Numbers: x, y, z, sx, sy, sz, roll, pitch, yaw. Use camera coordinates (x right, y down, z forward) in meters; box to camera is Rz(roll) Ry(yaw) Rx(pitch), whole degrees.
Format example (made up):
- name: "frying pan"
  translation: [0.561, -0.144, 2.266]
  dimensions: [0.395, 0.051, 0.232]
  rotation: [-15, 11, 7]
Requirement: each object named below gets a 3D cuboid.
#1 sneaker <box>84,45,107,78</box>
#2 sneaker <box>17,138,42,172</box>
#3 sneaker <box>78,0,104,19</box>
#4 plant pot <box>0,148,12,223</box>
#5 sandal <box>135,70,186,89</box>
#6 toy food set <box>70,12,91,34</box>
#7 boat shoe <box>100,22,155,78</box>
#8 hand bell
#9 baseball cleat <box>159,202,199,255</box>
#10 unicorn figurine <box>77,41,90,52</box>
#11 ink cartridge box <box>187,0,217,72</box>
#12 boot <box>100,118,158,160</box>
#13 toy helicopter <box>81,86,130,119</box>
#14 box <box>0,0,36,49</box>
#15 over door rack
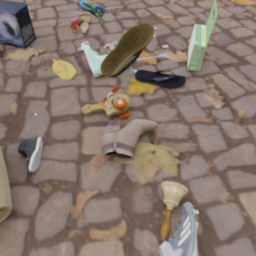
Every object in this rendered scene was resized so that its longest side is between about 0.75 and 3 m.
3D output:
- name: "sneaker"
  translation: [-1.326, -3.276, 13.182]
  dimensions: [1.189, 0.742, 2.017]
  rotation: [-22, 59, -4]
- name: "sneaker"
  translation: [-3.388, 0.927, 9.482]
  dimensions: [0.734, 0.524, 1.481]
  rotation: [-5, 41, -2]
- name: "sneaker"
  translation: [-1.021, -3.361, 7.858]
  dimensions: [0.914, 0.324, 0.379]
  rotation: [8, 29, -51]
- name: "plant pot"
  translation: [-4.528, 1.476, 7.846]
  dimensions: [2.612, 2.612, 2.789]
  rotation: [-29, 68, -25]
- name: "sandal"
  translation: [1.421, -2.253, 12.476]
  dimensions: [2.304, 0.493, 0.876]
  rotation: [9, 47, 8]
- name: "toy food set"
  translation: [-2.810, -6.003, 16.212]
  dimensions: [1.227, 0.304, 1.930]
  rotation: [4, 54, 4]
- name: "boat shoe"
  translation: [0.003, -2.049, 7.493]
  dimensions: [1.782, 0.578, 0.652]
  rotation: [-40, 74, 11]
- name: "hand bell"
  translation: [1.164, 2.436, 8.043]
  dimensions: [0.823, 0.823, 1.580]
  rotation: [13, 61, 12]
- name: "baseball cleat"
  translation: [1.356, 2.901, 7.442]
  dimensions: [1.087, 0.712, 2.042]
  rotation: [3, 46, 2]
- name: "unicorn figurine"
  translation: [-2.277, -4.163, 14.445]
  dimensions: [0.648, 0.349, 0.944]
  rotation: [-13, 33, 2]
- name: "ink cartridge box"
  translation: [3.333, -4.255, 12.828]
  dimensions: [0.657, 2.738, 1.993]
  rotation: [10, 47, 5]
- name: "boot"
  translation: [0.062, 0.413, 9.897]
  dimensions: [2.058, 0.723, 1.505]
  rotation: [-1, 53, 1]
- name: "toy helicopter"
  translation: [-0.893, -0.945, 11.121]
  dimensions: [1.963, 0.774, 1.298]
  rotation: [-11, 53, 6]
- name: "box"
  translation: [-6.086, -5.351, 14.418]
  dimensions: [1.953, 1.938, 1.204]
  rotation: [13, 47, 13]
- name: "over door rack"
  translation: [0.388, -3.573, 13.345]
  dimensions: [2.723, 0.907, 2.012]
  rotation: [-19, 48, -1]
